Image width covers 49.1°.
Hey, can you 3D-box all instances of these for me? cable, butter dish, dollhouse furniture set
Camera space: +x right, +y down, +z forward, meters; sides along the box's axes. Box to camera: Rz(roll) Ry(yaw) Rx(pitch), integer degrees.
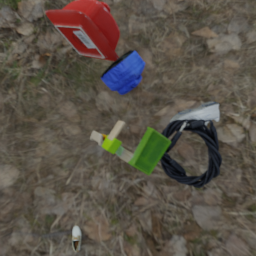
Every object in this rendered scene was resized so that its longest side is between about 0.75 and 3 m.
[{"bbox_3d":[1.869,0.861,8.560,1.859,0.579,2.278,-10,105,1],"label":"cable"},{"bbox_3d":[-1.174,-3.447,9.262,2.199,2.205,1.630,21,74,40],"label":"butter dish"},{"bbox_3d":[-0.016,0.419,8.663,1.474,2.948,1.138,34,84,-23],"label":"dollhouse furniture set"}]

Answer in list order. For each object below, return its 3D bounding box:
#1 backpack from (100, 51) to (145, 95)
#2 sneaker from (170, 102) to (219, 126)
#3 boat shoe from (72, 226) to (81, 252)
[{"bbox_3d":[-0.030,-1.679,8.410,0.995,0.964,1.186,44,121,-15],"label":"backpack"},{"bbox_3d":[2.291,-0.314,9.487,1.749,0.652,0.762,-16,104,6],"label":"sneaker"},{"bbox_3d":[-1.905,4.110,10.365,0.341,0.312,0.913,-8,75,-2],"label":"boat shoe"}]
